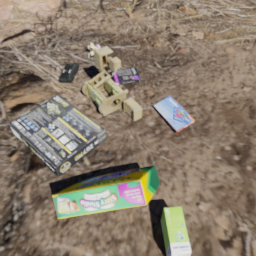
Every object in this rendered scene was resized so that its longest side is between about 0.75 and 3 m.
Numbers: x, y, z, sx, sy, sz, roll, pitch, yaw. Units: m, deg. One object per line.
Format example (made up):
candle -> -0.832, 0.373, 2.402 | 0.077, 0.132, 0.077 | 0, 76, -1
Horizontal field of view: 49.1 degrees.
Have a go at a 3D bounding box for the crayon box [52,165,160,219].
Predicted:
crayon box -> -0.507, 1.768, 8.011 | 2.474, 2.135, 0.721 | -14, 87, 15

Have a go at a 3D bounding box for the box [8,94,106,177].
box -> -2.705, 0.140, 10.784 | 2.971, 0.730, 2.395 | 34, 58, 26

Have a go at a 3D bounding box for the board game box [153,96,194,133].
board game box -> 1.869, -0.594, 11.620 | 0.885, 0.167, 1.720 | -31, 51, -7

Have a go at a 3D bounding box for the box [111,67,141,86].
box -> -0.106, -2.467, 13.414 | 1.306, 0.236, 0.934 | -10, 50, -7

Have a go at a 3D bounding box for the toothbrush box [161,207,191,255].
toothbrush box -> 1.337, 3.079, 8.041 | 0.562, 0.950, 1.304 | -3, 48, -2

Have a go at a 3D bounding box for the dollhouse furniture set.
dollhouse furniture set -> -0.738, -1.631, 11.335 | 1.406, 2.237, 2.529 | -28, 53, -22

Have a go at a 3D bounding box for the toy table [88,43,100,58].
toy table -> -1.749, -3.972, 14.435 | 0.512, 0.803, 0.874 | -3, 34, -24

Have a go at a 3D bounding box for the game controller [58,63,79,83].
game controller -> -2.883, -2.692, 13.629 | 0.757, 0.306, 1.452 | -3, 47, 17
